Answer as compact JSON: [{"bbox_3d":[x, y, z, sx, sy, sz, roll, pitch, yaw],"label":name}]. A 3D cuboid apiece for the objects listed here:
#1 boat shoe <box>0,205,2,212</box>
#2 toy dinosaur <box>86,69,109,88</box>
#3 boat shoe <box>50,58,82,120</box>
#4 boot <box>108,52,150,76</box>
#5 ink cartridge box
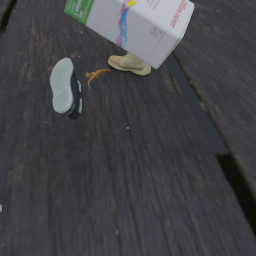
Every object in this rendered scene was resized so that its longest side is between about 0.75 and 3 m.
[{"bbox_3d":[-3.599,1.560,6.792,1.358,0.616,0.480,29,53,25],"label":"boat shoe"},{"bbox_3d":[-0.982,-1.491,8.068,0.553,0.314,1.041,-1,36,48],"label":"toy dinosaur"},{"bbox_3d":[-1.348,-0.875,6.202,0.617,0.492,1.631,-22,52,22],"label":"boat shoe"},{"bbox_3d":[0.046,-2.790,10.488,1.739,1.352,0.633,21,50,19],"label":"boot"},{"bbox_3d":[0.097,-2.498,5.842,2.234,0.938,1.618,31,49,-7],"label":"ink cartridge box"}]
